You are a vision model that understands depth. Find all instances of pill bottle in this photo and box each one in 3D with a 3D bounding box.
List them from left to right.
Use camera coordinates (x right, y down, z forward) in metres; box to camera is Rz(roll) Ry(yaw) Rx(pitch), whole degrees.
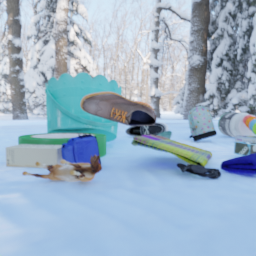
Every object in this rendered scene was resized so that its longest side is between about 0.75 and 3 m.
[{"bbox_3d":[5.711,-0.141,14.566,1.316,1.316,2.327,0,3,-6],"label":"pill bottle"}]

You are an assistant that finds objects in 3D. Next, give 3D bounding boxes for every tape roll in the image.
[{"bbox_3d":[-1.984,0.533,8.629,2.633,0.633,2.633,0,2,0],"label":"tape roll"}]

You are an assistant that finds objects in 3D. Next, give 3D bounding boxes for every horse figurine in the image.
[{"bbox_3d":[-1.112,0.792,5.208,1.616,0.403,1.071,-7,-17,23],"label":"horse figurine"}]

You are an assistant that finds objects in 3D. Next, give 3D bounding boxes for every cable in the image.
[{"bbox_3d":[1.478,0.905,5.827,0.911,0.231,0.743,9,-8,-7],"label":"cable"}]

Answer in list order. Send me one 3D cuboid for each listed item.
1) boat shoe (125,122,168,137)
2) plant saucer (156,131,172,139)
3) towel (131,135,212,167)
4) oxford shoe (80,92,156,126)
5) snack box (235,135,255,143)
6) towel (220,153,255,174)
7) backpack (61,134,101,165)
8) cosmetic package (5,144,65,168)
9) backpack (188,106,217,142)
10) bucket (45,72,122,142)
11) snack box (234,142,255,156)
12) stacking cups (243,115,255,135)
[{"bbox_3d":[0.916,0.125,14.457,2.294,0.823,0.777,-1,2,33],"label":"boat shoe"},{"bbox_3d":[1.230,0.423,10.291,0.903,0.162,0.903,-28,16,9],"label":"plant saucer"},{"bbox_3d":[1.198,0.544,7.037,1.766,0.280,2.459,18,5,18],"label":"towel"},{"bbox_3d":[-0.151,-0.322,5.134,1.434,0.511,0.523,7,21,-12],"label":"oxford shoe"},{"bbox_3d":[5.299,0.493,12.117,1.085,0.287,0.772,6,4,36],"label":"snack box"},{"bbox_3d":[2.863,0.746,6.131,1.386,0.343,1.023,-8,-7,-25],"label":"towel"},{"bbox_3d":[-1.140,0.553,6.618,0.852,0.825,1.016,-4,5,-17],"label":"backpack"},{"bbox_3d":[-2.235,0.693,6.963,1.376,0.503,0.712,2,4,13],"label":"cosmetic package"},{"bbox_3d":[3.247,-0.234,12.425,1.218,1.460,0.924,-15,-5,-7],"label":"backpack"},{"bbox_3d":[-1.706,-0.617,10.809,3.082,2.005,3.082,-1,-15,0],"label":"bucket"},{"bbox_3d":[4.000,0.672,7.415,1.211,0.387,2.084,3,2,-21],"label":"snack box"},{"bbox_3d":[5.523,-0.107,11.982,0.747,0.747,2.470,0,18,3],"label":"stacking cups"}]
